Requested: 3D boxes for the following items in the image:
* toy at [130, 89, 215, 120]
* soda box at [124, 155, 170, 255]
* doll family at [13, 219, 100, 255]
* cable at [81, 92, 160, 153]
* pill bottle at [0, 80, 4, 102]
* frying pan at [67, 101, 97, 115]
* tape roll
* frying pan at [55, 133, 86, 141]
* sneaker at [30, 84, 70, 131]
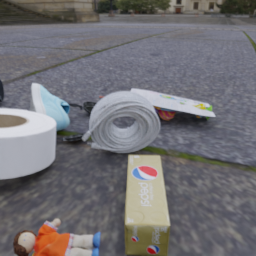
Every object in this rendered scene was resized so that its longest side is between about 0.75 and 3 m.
[{"bbox_3d":[1.385,-0.660,9.536,2.831,0.668,1.630,9,21,5],"label":"toy"},{"bbox_3d":[0.319,1.325,5.277,0.713,0.674,2.104,1,24,2],"label":"soda box"},{"bbox_3d":[-1.079,2.228,3.357,1.319,0.958,2.125,5,42,-5],"label":"doll family"},{"bbox_3d":[-0.103,-0.090,7.062,1.741,1.740,0.603,20,34,-22],"label":"cable"},{"bbox_3d":[-5.813,-1.341,10.442,2.050,1.146,1.146,-5,25,-10],"label":"pill bottle"},{"bbox_3d":[-1.378,-0.622,9.674,0.841,0.226,1.391,38,32,26],"label":"frying pan"},{"bbox_3d":[-3.079,0.252,6.650,2.688,0.940,2.688,5,15,-1],"label":"tape roll"},{"bbox_3d":[-1.679,0.299,7.895,1.095,0.178,0.662,-13,6,-26],"label":"frying pan"},{"bbox_3d":[-2.580,-0.640,9.245,1.168,1.054,2.851,0,31,-24],"label":"sneaker"}]
